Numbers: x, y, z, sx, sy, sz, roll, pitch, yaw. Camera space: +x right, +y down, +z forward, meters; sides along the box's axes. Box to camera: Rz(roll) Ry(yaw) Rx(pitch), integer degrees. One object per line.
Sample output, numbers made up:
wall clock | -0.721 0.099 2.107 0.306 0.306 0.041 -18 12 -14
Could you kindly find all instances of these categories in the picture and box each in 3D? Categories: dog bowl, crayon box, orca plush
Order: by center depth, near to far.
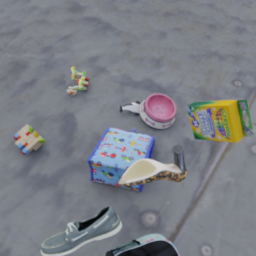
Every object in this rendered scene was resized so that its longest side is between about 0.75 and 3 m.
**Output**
crayon box | 3.323 -0.250 10.321 0.588 1.433 2.279 -28 18 -33
dog bowl | 1.496 -0.869 13.543 1.845 0.680 1.845 6 59 -11
orca plush | 0.239 -0.954 14.145 1.372 0.488 0.722 -14 97 -6

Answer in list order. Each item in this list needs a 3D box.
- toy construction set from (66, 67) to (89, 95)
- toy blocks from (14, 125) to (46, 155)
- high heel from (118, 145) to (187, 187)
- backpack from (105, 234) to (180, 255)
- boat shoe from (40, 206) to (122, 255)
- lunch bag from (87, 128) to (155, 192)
toy construction set | -2.700 -2.467 15.024 1.085 0.762 1.654 18 58 -16
toy blocks | -4.585 0.591 12.692 1.583 0.791 1.082 35 70 29
high heel | 0.866 1.628 8.838 2.301 1.640 0.822 -25 43 -11
backpack | 0.556 4.435 8.783 2.211 1.665 1.963 -20 83 -9
boat shoe | -1.347 2.766 7.635 2.288 0.707 0.833 -19 18 -3
lunch bag | -0.141 0.987 12.074 2.217 1.385 2.945 10 43 11
